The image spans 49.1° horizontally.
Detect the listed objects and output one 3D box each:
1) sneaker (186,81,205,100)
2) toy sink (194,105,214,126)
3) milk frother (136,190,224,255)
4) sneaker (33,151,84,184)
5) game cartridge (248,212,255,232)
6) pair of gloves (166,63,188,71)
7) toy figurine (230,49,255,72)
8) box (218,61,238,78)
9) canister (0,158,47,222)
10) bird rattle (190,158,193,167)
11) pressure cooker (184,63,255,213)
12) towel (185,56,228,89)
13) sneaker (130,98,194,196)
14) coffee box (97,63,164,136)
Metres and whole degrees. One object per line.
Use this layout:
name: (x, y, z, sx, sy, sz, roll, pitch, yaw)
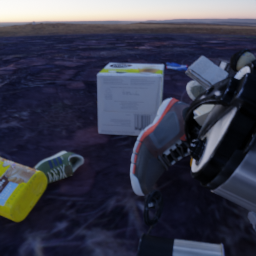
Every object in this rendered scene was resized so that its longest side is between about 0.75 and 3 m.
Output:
sneaker: (3.999, -1.544, 12.943, 2.623, 1.022, 1.303, 24, 26, 27)
toy sink: (1.964, -0.265, 7.011, 0.875, 0.571, 0.490, -25, 29, -5)
milk frother: (0.854, 1.834, 4.543, 1.301, 1.384, 1.249, 3, 17, 12)
sneaker: (-1.794, 1.066, 7.295, 0.741, 0.554, 1.651, 5, 21, 24)
game cartridge: (3.202, 2.205, 5.181, 1.230, 0.373, 1.845, 2, 24, -4)
pair of gloves: (1.984, -2.485, 11.368, 0.896, 0.127, 1.114, 7, 23, 7)
toy figurine: (3.728, -0.845, 8.549, 2.546, 2.507, 1.771, 16, 19, -49)
box: (3.173, -1.245, 8.963, 1.180, 1.496, 0.372, 12, 16, -30)
canister: (-2.821, 1.302, 6.311, 1.640, 0.710, 1.218, 13, 50, 21)
bird rattle: (2.741, 0.681, 7.932, 2.658, 1.497, 2.167, 19, 39, 10)
pressure cooker: (2.516, 0.239, 5.217, 2.988, 2.628, 2.669, 25, 26, 8)
towel: (1.632, -1.126, 5.727, 0.708, 0.184, 1.068, 38, 40, 6)
sneaker: (1.039, 0.396, 6.928, 1.196, 1.126, 2.921, 12, 58, 29)
coffee box: (0.159, -1.118, 10.264, 2.147, 2.150, 2.126, 4, 24, 8)
